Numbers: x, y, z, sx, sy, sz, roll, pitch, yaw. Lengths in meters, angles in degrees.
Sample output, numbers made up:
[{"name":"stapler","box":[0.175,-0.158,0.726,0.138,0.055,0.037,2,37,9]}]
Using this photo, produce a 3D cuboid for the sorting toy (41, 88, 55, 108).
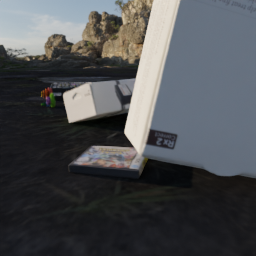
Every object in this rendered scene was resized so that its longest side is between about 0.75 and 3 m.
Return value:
[{"name":"sorting toy","box":[-3.271,-1.175,11.314,0.465,0.681,1.134,-6,34,-21]}]

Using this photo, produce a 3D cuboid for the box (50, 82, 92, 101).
[{"name":"box","box":[-2.791,-1.933,14.326,2.202,0.598,2.749,-3,15,-13]}]

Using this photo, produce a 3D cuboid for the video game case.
[{"name":"video game case","box":[-0.305,0.613,5.388,1.281,0.163,1.158,3,15,13]}]

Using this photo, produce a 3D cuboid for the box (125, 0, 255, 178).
[{"name":"box","box":[1.491,-0.692,4.587,2.542,2.556,1.670,11,9,-11]}]

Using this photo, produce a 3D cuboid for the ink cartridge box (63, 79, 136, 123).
[{"name":"ink cartridge box","box":[-0.608,-0.858,8.717,2.242,0.938,1.626,-13,1,-40]}]
